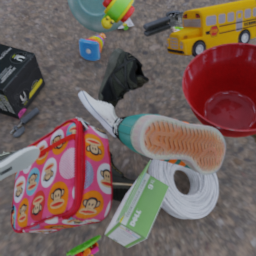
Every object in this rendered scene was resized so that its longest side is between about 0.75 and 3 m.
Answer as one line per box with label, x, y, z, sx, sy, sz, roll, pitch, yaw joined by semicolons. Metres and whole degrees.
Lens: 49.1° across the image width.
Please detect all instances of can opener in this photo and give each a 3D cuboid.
can opener;-3.490;-0.159;9.584;0.413;0.330;1.235;48;62;-8
can opener;1.260;-3.789;10.078;1.774;0.473;0.593;-25;42;-17

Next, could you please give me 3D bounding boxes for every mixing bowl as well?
mixing bowl;2.387;-0.651;6.325;2.284;1.237;2.284;-5;61;9

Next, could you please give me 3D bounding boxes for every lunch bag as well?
lunch bag;-1.445;0.946;5.897;1.044;2.549;2.245;23;52;-40

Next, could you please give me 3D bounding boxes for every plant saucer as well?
plant saucer;-0.979;-4.283;9.005;2.380;2.380;0.458;15;27;10

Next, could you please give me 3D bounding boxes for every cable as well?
cable;1.516;1.465;7.741;2.064;0.714;2.064;32;55;-10

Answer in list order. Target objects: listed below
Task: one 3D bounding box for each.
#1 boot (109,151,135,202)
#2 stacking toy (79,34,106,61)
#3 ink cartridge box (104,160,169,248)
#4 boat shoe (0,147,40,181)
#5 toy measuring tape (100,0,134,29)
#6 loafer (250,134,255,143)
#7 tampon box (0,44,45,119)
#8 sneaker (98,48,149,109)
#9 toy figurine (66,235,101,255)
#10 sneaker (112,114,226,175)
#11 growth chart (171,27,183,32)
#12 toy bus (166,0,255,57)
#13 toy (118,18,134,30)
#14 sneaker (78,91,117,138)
boot;-0.354;1.248;8.245;2.353;0.911;1.627;5;50;2
stacking toy;-1.339;-3.529;11.662;0.891;0.843;1.536;14;45;13
ink cartridge box;0.166;1.307;4.509;0.515;1.737;0.902;30;58;4
boat shoe;-1.612;0.448;3.712;0.290;0.322;0.912;33;39;25
toy measuring tape;-0.037;-3.397;7.150;0.812;0.812;2.207;24;71;16
loafer;3.527;0.212;7.404;0.383;0.339;1.006;24;24;-1
tampon box;-4.596;-1.748;9.843;2.487;1.570;1.864;18;57;12
sneaker;-0.141;-1.026;7.381;1.064;1.857;0.710;29;26;18
toy figurine;-0.651;2.400;4.917;0.591;0.787;0.724;-15;74;-58
sneaker;0.815;0.218;5.045;0.987;2.469;0.881;19;90;51
growth chart;2.468;-3.972;12.289;1.041;0.128;1.438;-2;56;-3
toy bus;2.355;-2.633;7.352;2.741;1.073;0.892;-18;27;-19
toy;-0.346;-4.941;12.843;0.766;0.314;1.330;-17;58;-15
sneaker;-0.492;-0.346;5.564;0.406;0.419;1.147;-43;96;5
